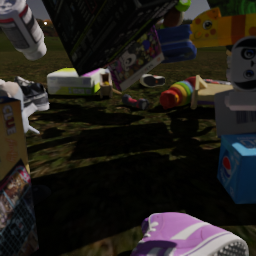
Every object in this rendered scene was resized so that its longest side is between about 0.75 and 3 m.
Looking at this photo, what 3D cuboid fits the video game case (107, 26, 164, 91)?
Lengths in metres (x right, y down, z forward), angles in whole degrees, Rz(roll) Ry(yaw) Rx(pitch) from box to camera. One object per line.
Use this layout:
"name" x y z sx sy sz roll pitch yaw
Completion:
"video game case" 0.064 -1.980 6.856 1.523 1.680 0.301 -39 43 -15

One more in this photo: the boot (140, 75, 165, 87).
"boot" 0.887 -2.342 13.745 1.141 0.573 1.581 17 17 43

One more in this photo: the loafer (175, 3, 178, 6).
"loafer" 1.291 -3.687 8.124 1.172 0.411 0.398 -38 27 24

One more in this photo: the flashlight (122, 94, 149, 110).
"flashlight" 0.223 -0.925 9.660 0.369 0.370 1.090 -47 43 -16

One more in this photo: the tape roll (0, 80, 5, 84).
"tape roll" -5.588 -1.039 9.322 3.008 0.550 3.008 -3 23 1

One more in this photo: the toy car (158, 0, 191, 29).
"toy car" 0.931 -4.179 9.617 1.833 1.446 1.506 -2 -19 -17

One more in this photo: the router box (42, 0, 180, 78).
"router box" -0.400 -1.632 3.202 0.628 1.515 2.021 -28 5 -25

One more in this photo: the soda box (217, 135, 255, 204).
"soda box" 2.821 0.600 4.417 2.553 0.819 0.866 -1 18 -2

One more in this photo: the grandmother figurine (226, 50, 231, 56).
"grandmother figurine" 3.502 -2.375 7.866 1.215 0.607 2.004 33 -3 -7

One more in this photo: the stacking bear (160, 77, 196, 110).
"stacking bear" 1.732 -1.127 9.698 1.570 0.953 0.893 -25 24 -38

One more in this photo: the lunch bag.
"lunch bag" 1.552 -2.584 8.913 1.378 0.911 0.936 -2 -13 27

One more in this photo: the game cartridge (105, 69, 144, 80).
"game cartridge" -0.344 -3.179 16.389 2.573 0.521 1.715 -13 19 -34

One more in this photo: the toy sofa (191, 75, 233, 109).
"toy sofa" 3.223 -0.912 8.982 2.310 1.127 0.957 7 42 11

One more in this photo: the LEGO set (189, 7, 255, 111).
"LEGO set" 1.238 -1.474 2.973 1.218 2.969 1.132 2 -6 24

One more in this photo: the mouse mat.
"mouse mat" 2.397 -2.609 5.215 2.102 2.612 0.098 2 48 50

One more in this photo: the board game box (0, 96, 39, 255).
"board game box" -1.502 0.692 2.604 0.309 1.788 1.211 13 22 34

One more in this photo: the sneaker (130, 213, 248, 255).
"sneaker" 0.218 1.317 2.763 1.738 0.630 0.991 -3 11 -32

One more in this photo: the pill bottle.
"pill bottle" -3.083 -2.855 8.213 0.951 1.717 0.951 -6 56 9

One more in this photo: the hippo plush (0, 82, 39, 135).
"hippo plush" -3.012 -0.256 5.977 1.482 1.468 1.843 2 19 4

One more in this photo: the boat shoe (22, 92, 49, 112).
"boat shoe" -3.424 -0.781 8.819 1.945 0.659 0.698 -15 24 -38

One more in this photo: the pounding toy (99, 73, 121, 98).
"pounding toy" -0.727 -1.768 11.421 0.903 0.900 1.573 -2 19 -6

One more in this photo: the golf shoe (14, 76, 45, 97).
"golf shoe" -3.741 -1.390 10.618 1.026 0.844 2.172 -3 26 -32

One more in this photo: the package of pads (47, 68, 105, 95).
"package of pads" -2.265 -2.120 12.489 2.006 0.885 2.596 2 19 7

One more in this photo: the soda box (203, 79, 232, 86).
"soda box" 3.776 -1.684 11.772 0.577 0.516 1.630 -16 24 -40

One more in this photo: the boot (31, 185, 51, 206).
"boot" -1.370 1.082 3.924 0.645 0.257 0.782 11 17 26

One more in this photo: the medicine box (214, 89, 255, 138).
"medicine box" 2.955 -0.297 5.470 1.853 0.954 1.688 5 -10 -36
